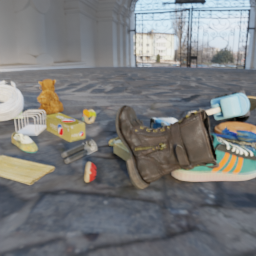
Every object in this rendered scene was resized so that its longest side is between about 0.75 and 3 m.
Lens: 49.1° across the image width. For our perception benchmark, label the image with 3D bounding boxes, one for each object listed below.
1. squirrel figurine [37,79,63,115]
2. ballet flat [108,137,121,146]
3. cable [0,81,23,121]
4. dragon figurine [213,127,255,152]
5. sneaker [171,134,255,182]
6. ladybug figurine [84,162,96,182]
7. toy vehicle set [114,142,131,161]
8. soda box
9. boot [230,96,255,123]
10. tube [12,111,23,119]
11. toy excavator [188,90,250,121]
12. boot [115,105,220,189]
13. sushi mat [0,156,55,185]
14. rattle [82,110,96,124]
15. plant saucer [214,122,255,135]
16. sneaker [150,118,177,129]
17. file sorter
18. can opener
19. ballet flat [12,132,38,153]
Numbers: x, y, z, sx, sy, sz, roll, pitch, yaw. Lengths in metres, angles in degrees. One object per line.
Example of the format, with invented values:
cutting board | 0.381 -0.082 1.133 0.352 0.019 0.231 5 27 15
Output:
squirrel figurine | -4.095 -1.622 14.661 1.344 1.773 1.900 -4 17 -15
ballet flat | -0.315 0.459 10.177 0.870 0.308 0.308 -21 26 -40
cable | -5.126 -1.016 11.029 1.892 0.655 1.891 -20 51 -33
dragon figurine | 3.566 0.473 8.791 2.782 0.819 1.383 10 5 -5
sneaker | 2.573 0.741 7.636 2.851 1.139 1.018 -2 19 -15
ladybug figurine | -0.994 1.162 7.344 0.282 0.532 0.784 8 -3 -9
toy vehicle set | 1.011 0.685 9.327 2.567 0.340 1.595 -9 19 -29
soda box | -2.569 -0.052 11.276 0.704 0.666 2.080 -14 21 -39
boot | 5.727 -0.792 13.713 2.429 0.941 1.680 -17 24 -9
tube | -5.577 -0.722 14.139 0.460 0.411 1.584 -40 27 0
toy excavator | 3.930 -0.822 12.049 2.286 1.174 2.351 -12 1 29
boot | 0.930 0.136 6.976 2.262 2.599 0.900 -30 -30 26
sushi mat | -3.248 1.174 8.041 2.139 0.129 1.023 8 18 24
rattle | -2.041 -0.555 12.858 0.754 0.687 1.055 -6 14 -44
plant saucer | 4.513 0.079 11.512 1.836 0.296 1.836 0 16 0
sneaker | 1.484 0.011 9.490 0.931 0.805 2.148 -11 20 -11
file sorter | -4.047 -0.245 11.707 0.901 0.808 1.298 1 16 3
can opener | -1.601 0.788 9.151 0.517 0.412 1.546 -29 -2 36
ballet flat | -3.675 0.468 9.825 0.529 0.529 1.497 -15 22 -42
